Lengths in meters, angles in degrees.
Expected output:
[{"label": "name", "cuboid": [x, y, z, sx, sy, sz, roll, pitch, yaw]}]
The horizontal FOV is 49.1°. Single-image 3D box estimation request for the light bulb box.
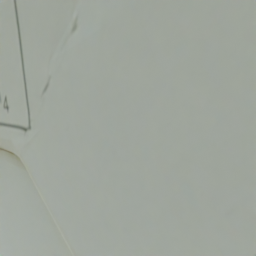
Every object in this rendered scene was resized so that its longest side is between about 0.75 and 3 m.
[{"label": "light bulb box", "cuboid": [0.160, -0.149, 1.845, 2.338, 1.472, 2.359, 7, 14, 40]}]
